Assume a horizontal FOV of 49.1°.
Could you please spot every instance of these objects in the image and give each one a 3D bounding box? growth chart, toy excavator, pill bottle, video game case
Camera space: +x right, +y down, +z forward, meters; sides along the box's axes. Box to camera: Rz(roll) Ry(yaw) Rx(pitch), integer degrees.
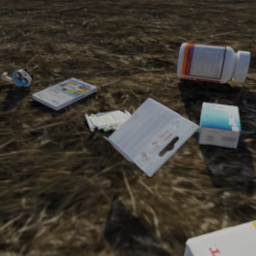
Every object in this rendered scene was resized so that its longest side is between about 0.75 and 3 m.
[{"bbox_3d":[-0.612,-0.243,9.823,1.711,0.152,1.238,-7,35,-11],"label":"growth chart"},{"bbox_3d":[-4.915,-2.155,12.306,1.163,1.196,0.597,46,35,-11],"label":"toy excavator"},{"bbox_3d":[3.705,-2.817,12.354,2.864,1.569,1.569,9,35,13],"label":"pill bottle"},{"bbox_3d":[-2.587,-1.441,11.560,1.544,0.194,2.156,24,41,32],"label":"video game case"}]

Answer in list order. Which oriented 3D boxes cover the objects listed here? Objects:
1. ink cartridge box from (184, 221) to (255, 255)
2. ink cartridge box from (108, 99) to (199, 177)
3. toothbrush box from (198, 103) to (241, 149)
[{"bbox_3d":[2.351,2.644,3.834,2.827,2.045,2.081,-9,35,-12],"label":"ink cartridge box"},{"bbox_3d":[0.611,0.250,7.112,1.669,0.586,2.054,-45,44,-7],"label":"ink cartridge box"},{"bbox_3d":[2.955,-0.115,9.145,1.176,0.685,1.607,8,35,11],"label":"toothbrush box"}]
